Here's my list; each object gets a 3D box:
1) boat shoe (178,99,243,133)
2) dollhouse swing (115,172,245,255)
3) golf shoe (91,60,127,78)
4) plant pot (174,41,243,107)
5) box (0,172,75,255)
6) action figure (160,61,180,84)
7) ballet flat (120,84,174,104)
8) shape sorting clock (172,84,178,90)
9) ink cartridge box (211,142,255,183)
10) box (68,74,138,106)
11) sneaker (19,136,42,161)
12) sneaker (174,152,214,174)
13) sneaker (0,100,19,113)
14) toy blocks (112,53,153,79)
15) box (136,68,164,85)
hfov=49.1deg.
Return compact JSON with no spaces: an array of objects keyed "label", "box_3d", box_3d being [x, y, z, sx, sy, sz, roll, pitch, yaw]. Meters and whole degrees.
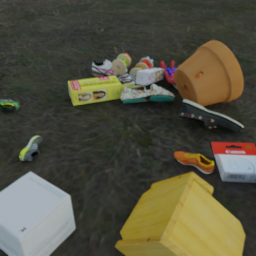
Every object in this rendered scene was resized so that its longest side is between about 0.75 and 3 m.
[{"label":"boat shoe","box_3d":[2.968,-0.291,10.203,2.323,0.728,0.850,22,0,11]},{"label":"dollhouse swing","box_3d":[1.272,2.475,6.494,1.918,1.855,2.110,-28,15,41]},{"label":"golf shoe","box_3d":[-0.917,-2.925,13.828,1.779,0.819,0.646,0,32,-2]},{"label":"plant pot","box_3d":[3.046,-1.928,11.218,1.774,2.535,2.535,-28,40,-7]},{"label":"box","box_3d":[-2.217,2.059,6.334,1.417,1.220,1.424,22,41,28]},{"label":"action figure","box_3d":[2.114,-2.666,13.380,0.898,0.709,2.745,0,30,-6]},{"label":"ballet flat","box_3d":[0.799,-1.466,11.655,2.276,0.861,0.727,-3,80,-5]},{"label":"shape sorting clock","box_3d":[2.977,-2.095,13.035,1.821,0.357,1.821,0,35,0]},{"label":"ink cartridge box","box_3d":[3.488,0.906,8.678,1.469,0.434,1.835,2,36,3]},{"label":"box","box_3d":[-1.071,-1.697,12.134,2.883,0.722,1.085,-10,36,-14]},{"label":"sneaker","box_3d":[-3.044,0.696,9.080,0.445,0.406,1.100,15,45,9]},{"label":"sneaker","box_3d":[2.022,0.944,8.581,1.288,0.497,0.470,18,40,27]},{"label":"sneaker","box_3d":[-5.013,-0.921,11.348,1.243,0.485,0.529,13,29,3]},{"label":"toy blocks","box_3d":[0.326,-3.243,14.068,1.730,0.754,2.075,26,40,6]},{"label":"box","box_3d":[1.034,-2.340,12.558,0.517,0.553,2.671,11,17,19]}]
